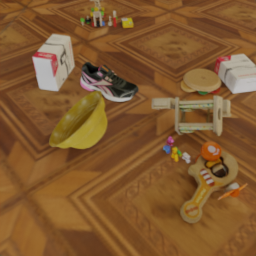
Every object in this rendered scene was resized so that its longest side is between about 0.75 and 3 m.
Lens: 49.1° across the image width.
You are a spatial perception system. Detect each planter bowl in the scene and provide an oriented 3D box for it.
[{"bbox_3d":[-1.235,-0.034,8.062,2.068,0.861,2.068,-34,28,21],"label":"planter bowl"}]

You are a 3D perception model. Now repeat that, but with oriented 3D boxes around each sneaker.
[{"bbox_3d":[-0.759,-1.694,9.969,2.315,1.000,0.930,16,47,16],"label":"sneaker"}]

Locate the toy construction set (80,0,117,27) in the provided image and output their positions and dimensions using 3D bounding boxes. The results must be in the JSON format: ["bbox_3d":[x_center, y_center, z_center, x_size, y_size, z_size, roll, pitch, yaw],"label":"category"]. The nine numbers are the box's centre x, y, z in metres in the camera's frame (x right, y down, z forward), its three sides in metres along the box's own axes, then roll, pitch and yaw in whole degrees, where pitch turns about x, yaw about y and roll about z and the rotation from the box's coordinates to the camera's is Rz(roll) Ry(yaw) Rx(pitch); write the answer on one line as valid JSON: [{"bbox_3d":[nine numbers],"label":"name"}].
[{"bbox_3d":[-1.359,-5.946,14.171,1.742,1.339,1.453,18,47,17],"label":"toy construction set"}]

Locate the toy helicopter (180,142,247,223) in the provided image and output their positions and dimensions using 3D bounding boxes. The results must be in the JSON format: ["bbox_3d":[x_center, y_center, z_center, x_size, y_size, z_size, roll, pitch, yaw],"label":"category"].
[{"bbox_3d":[2.065,1.488,6.975,1.422,0.848,2.150,32,62,17],"label":"toy helicopter"}]

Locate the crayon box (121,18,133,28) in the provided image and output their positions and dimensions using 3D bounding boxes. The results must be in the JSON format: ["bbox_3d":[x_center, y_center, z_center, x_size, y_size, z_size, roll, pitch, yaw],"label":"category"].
[{"bbox_3d":[-0.040,-5.355,14.367,0.519,0.207,0.817,-5,44,-5],"label":"crayon box"}]

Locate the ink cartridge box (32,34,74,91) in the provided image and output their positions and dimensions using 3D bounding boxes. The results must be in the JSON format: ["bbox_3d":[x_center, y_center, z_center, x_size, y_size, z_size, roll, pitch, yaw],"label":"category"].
[{"bbox_3d":[-2.738,-2.477,10.528,0.767,1.336,1.840,9,44,9],"label":"ink cartridge box"}]

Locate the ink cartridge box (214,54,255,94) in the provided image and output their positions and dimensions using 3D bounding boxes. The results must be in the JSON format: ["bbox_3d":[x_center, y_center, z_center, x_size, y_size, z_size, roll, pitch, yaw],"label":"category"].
[{"bbox_3d":[4.172,-2.054,10.573,1.172,0.673,1.613,-8,44,-9],"label":"ink cartridge box"}]

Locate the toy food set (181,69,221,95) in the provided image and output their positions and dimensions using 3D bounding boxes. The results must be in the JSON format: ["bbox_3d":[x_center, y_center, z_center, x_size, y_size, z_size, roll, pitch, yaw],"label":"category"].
[{"bbox_3d":[2.769,-1.729,10.474,1.415,0.348,1.429,17,46,17],"label":"toy food set"}]

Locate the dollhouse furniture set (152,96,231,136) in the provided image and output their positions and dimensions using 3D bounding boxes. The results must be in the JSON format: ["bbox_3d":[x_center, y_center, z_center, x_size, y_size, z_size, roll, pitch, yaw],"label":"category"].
[{"bbox_3d":[2.038,-0.334,8.908,2.007,1.116,1.775,1,0,33],"label":"dollhouse furniture set"}]

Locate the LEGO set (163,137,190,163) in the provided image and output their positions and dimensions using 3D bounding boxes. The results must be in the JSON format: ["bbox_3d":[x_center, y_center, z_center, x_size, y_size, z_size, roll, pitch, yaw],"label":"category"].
[{"bbox_3d":[1.326,0.617,7.984,0.370,0.398,0.969,-26,49,-24],"label":"LEGO set"}]
